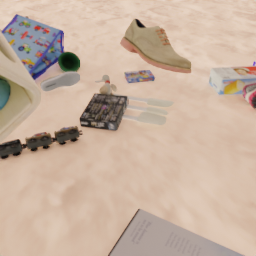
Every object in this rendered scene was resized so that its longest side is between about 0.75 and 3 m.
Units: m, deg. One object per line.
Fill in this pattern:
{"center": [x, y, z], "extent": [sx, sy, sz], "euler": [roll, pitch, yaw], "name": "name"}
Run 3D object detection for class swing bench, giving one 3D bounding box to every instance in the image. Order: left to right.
{"center": [-4.634, -3.912, 11.773], "extent": [1.541, 1.000, 1.533], "euler": [-23, 41, -22], "name": "swing bench"}

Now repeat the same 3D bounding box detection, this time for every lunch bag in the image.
{"center": [-3.607, -2.521, 9.499], "extent": [1.880, 1.175, 2.497], "euler": [21, 53, 8], "name": "lunch bag"}

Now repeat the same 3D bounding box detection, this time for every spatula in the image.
{"center": [0.126, -0.574, 7.691], "extent": [2.043, 0.164, 1.421], "euler": [11, 38, 15], "name": "spatula"}

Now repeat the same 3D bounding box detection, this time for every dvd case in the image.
{"center": [0.689, 2.038, 3.945], "extent": [1.954, 0.171, 1.394], "euler": [18, 39, 24], "name": "dvd case"}

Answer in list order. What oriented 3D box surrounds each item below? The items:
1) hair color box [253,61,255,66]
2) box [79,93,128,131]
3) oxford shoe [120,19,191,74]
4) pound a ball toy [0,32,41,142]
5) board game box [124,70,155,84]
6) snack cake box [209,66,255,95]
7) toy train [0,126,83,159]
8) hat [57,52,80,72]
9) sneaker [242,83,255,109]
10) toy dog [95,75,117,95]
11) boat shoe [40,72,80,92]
{"center": [4.976, -1.873, 9.272], "extent": [1.460, 0.473, 0.798], "euler": [0, 34, 3], "name": "hair color box"}
{"center": [-0.602, -0.452, 7.309], "extent": [0.959, 0.261, 1.197], "euler": [6, 40, 12], "name": "box"}
{"center": [0.528, -1.543, 5.223], "extent": [1.722, 0.635, 0.609], "euler": [38, 28, 31], "name": "oxford shoe"}
{"center": [-2.630, -0.905, 3.822], "extent": [1.925, 1.254, 2.952], "euler": [-42, 63, 5], "name": "pound a ball toy"}
{"center": [0.368, -1.714, 9.310], "extent": [0.895, 0.154, 0.606], "euler": [-7, 36, -9], "name": "board game box"}
{"center": [3.426, -1.489, 8.665], "extent": [1.568, 0.527, 0.902], "euler": [-4, 33, -6], "name": "snack cake box"}
{"center": [-1.976, 0.296, 6.334], "extent": [1.902, 0.324, 0.436], "euler": [-14, 25, -17], "name": "toy train"}
{"center": [-2.190, -2.257, 10.129], "extent": [0.760, 0.808, 0.918], "euler": [-28, 85, -21], "name": "hat"}
{"center": [4.267, -1.090, 7.845], "extent": [2.064, 0.832, 0.771], "euler": [-5, 33, -7], "name": "sneaker"}
{"center": [-0.723, -1.129, 8.221], "extent": [0.476, 0.652, 0.989], "euler": [-27, 22, 17], "name": "toy dog"}
{"center": [-2.141, -1.507, 8.772], "extent": [1.271, 0.458, 0.394], "euler": [-19, 38, -21], "name": "boat shoe"}
